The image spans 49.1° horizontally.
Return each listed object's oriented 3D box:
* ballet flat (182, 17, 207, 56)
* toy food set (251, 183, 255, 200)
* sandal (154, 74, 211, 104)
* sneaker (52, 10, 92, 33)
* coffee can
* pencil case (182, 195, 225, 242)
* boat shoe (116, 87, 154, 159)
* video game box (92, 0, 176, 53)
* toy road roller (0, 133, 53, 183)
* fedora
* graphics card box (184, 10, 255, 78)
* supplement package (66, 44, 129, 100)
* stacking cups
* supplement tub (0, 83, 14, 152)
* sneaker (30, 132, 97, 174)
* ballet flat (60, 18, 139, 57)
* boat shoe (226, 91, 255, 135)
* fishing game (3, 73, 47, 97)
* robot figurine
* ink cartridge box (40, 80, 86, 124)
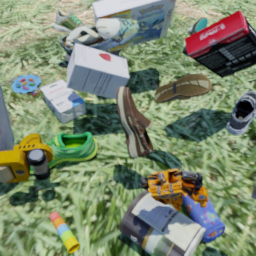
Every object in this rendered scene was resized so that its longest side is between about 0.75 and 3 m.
[{"bbox_3d":[2.668,-3.770,11.519,0.627,0.623,1.834,10,69,44],"label":"ballet flat"},{"bbox_3d":[2.591,1.241,5.151,0.545,0.760,0.229,14,68,23],"label":"toy food set"},{"bbox_3d":[1.515,-1.006,7.754,1.749,0.472,0.702,-13,61,41],"label":"sandal"},{"bbox_3d":[-2.450,-4.703,12.405,2.068,0.916,0.795,14,34,14],"label":"sneaker"},{"bbox_3d":[0.895,2.724,7.442,1.855,1.358,1.358,29,52,26],"label":"coffee can"},{"bbox_3d":[2.131,2.336,8.278,0.828,0.744,1.908,-9,46,-17],"label":"pencil case"},{"bbox_3d":[0.267,-0.146,7.507,0.800,2.162,0.798,-7,35,12],"label":"boat shoe"},{"bbox_3d":[0.237,-4.128,10.910,2.993,2.727,0.701,-18,76,-4],"label":"video game box"},{"bbox_3d":[-2.925,0.810,7.857,1.586,0.975,1.158,-6,48,-8],"label":"toy road roller"},{"bbox_3d":[-1.425,-3.432,13.512,2.996,1.353,2.650,-25,48,-11],"label":"fedora"},{"bbox_3d":[3.143,-2.432,8.696,1.697,2.705,0.688,-21,70,36],"label":"graphics card box"},{"bbox_3d":[-1.019,-1.829,9.259,1.796,1.075,1.089,11,48,-22],"label":"supplement package"},{"bbox_3d":[-1.829,2.935,7.997,0.388,0.388,1.281,-26,47,-24],"label":"stacking cups"},{"bbox_3d":[-4.268,-0.361,7.549,1.919,2.909,1.919,4,41,-4],"label":"supplement tub"},{"bbox_3d":[-2.499,0.690,9.578,2.862,1.196,1.060,-14,48,-13],"label":"sneaker"},{"bbox_3d":[-1.039,-3.043,9.218,2.774,1.030,1.030,-16,42,20],"label":"ballet flat"},{"bbox_3d":[4.746,-0.844,11.288,0.962,0.909,2.681,28,52,25],"label":"boat shoe"},{"bbox_3d":[-4.720,-2.092,12.974,1.900,0.295,1.361,25,53,23],"label":"fishing game"},{"bbox_3d":[1.055,1.343,5.972,1.325,1.828,0.532,-15,60,25],"label":"robot figurine"},{"bbox_3d":[-2.744,-1.141,11.758,1.120,0.655,1.930,-28,52,-24],"label":"ink cartridge box"}]
